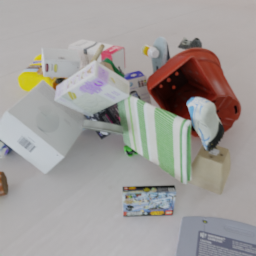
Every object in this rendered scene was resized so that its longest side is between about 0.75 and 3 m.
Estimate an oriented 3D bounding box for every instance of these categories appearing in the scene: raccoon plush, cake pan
[{"bbox_3d":[2.901,-3.483,12.708,0.933,0.674,1.392,-24,79,-20],"label":"raccoon plush"},{"bbox_3d":[-0.792,-0.014,8.868,1.421,0.261,1.421,9,-3,1],"label":"cake pan"}]

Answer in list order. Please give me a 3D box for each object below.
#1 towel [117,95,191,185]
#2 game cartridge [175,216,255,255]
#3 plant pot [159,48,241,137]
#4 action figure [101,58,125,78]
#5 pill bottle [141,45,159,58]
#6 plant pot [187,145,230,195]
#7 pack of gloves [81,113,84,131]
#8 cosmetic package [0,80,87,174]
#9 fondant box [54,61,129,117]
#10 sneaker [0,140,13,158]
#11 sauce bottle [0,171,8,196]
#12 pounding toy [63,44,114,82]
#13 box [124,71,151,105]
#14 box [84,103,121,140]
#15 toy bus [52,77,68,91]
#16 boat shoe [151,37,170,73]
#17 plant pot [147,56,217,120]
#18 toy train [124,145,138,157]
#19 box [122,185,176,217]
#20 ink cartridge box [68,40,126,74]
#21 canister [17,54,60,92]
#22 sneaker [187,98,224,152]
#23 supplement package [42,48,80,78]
[{"bbox_3d":[0.723,0.198,8.428,0.339,2.209,2.896,-29,38,-28],"label":"towel"},{"bbox_3d":[2.545,3.063,6.564,2.803,0.573,1.866,11,40,14],"label":"game cartridge"},{"bbox_3d":[2.826,-1.210,10.946,2.787,2.787,2.711,-6,44,-8],"label":"plant pot"},{"bbox_3d":[-0.538,-2.402,11.909,0.830,1.405,0.384,-17,42,53],"label":"action figure"},{"bbox_3d":[0.941,-3.182,11.712,0.448,0.448,0.806,-16,33,-21],"label":"pill bottle"},{"bbox_3d":[2.576,1.158,8.778,1.175,1.041,1.176,18,40,24],"label":"plant pot"},{"bbox_3d":[-1.579,-0.621,10.976,0.306,1.303,1.551,30,44,22],"label":"pack of gloves"},{"bbox_3d":[-2.818,-0.066,9.388,2.153,1.328,2.160,42,37,-13],"label":"cosmetic package"},{"bbox_3d":[-1.099,-1.099,8.437,1.905,1.374,0.555,-23,55,38],"label":"fondant box"},{"bbox_3d":[-4.025,0.479,10.000,2.241,0.903,1.641,0,45,-8],"label":"sneaker"},{"bbox_3d":[-4.795,1.858,8.030,2.440,0.805,0.805,-12,37,-15],"label":"sauce bottle"},{"bbox_3d":[-1.308,-1.889,10.585,1.990,1.537,2.161,-24,6,9],"label":"pounding toy"},{"bbox_3d":[0.267,-1.068,9.927,1.072,1.800,0.373,-20,13,-32],"label":"box"},{"bbox_3d":[-0.608,-0.526,10.471,1.013,1.167,1.766,-33,6,28],"label":"box"},{"bbox_3d":[-2.925,-2.049,13.320,1.522,1.033,1.461,-13,31,-21],"label":"toy bus"},{"bbox_3d":[1.651,-2.781,12.287,1.052,2.319,0.820,-14,23,-34],"label":"boat shoe"},{"bbox_3d":[1.568,-1.364,9.245,1.692,1.691,1.491,-38,28,6],"label":"plant pot"},{"bbox_3d":[0.617,0.611,10.106,1.652,0.345,0.466,-17,34,-17],"label":"toy train"},{"bbox_3d":[0.551,2.004,7.644,1.417,0.970,0.283,-1,35,-2],"label":"box"},{"bbox_3d":[-1.507,-3.110,13.802,2.654,1.921,1.119,20,42,28],"label":"ink cartridge box"},{"bbox_3d":[-4.311,-2.821,14.385,1.830,1.066,2.464,4,37,6],"label":"canister"},{"bbox_3d":[2.126,-0.088,7.718,0.728,2.027,0.734,-40,45,-10],"label":"sneaker"},{"bbox_3d":[-2.966,-2.844,12.278,1.515,0.840,1.180,-2,39,-20],"label":"supplement package"}]
